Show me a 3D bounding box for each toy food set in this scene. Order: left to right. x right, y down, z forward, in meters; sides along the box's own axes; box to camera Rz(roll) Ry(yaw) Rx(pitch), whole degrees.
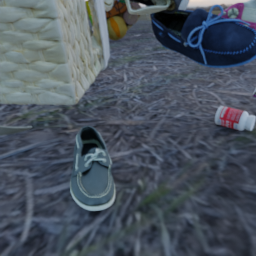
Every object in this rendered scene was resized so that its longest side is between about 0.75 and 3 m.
[{"bbox_3d":[-0.513,-4.166,9.937,2.863,1.976,0.575,-22,25,8],"label":"toy food set"}]

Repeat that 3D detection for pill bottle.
[{"bbox_3d":[3.101,-0.252,8.120,1.014,0.569,0.569,18,31,33],"label":"pill bottle"}]

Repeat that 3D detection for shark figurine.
[{"bbox_3d":[-1.503,-0.795,2.490,0.947,2.270,1.356,-29,22,-21],"label":"shark figurine"}]

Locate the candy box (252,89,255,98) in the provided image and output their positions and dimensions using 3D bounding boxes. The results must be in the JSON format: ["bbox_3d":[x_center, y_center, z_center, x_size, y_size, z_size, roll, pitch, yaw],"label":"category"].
[{"bbox_3d":[2.994,-0.971,5.355,0.756,1.109,0.338,26,-11,8],"label":"candy box"}]

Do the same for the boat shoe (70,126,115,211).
[{"bbox_3d":[-0.787,0.722,5.830,0.880,0.746,2.416,-4,26,-9],"label":"boat shoe"}]

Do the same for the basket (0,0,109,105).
[{"bbox_3d":[-1.954,-1.590,4.668,2.894,1.962,1.785,2,38,10],"label":"basket"}]

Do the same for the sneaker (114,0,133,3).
[{"bbox_3d":[-0.063,-3.611,7.448,0.417,0.444,1.083,7,15,43],"label":"sneaker"}]

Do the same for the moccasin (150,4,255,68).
[{"bbox_3d":[1.525,-2.133,6.419,2.952,1.007,1.188,25,78,43],"label":"moccasin"}]

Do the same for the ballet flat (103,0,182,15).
[{"bbox_3d":[-0.093,-2.645,5.343,2.483,0.907,0.907,5,24,-12],"label":"ballet flat"}]

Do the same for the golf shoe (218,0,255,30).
[{"bbox_3d":[3.404,-2.811,6.671,2.824,1.064,1.292,-20,-4,28],"label":"golf shoe"}]

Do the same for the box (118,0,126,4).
[{"bbox_3d":[-0.022,-3.755,6.887,0.269,1.114,0.653,5,-7,-25],"label":"box"}]

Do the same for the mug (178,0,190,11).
[{"bbox_3d":[1.386,-4.175,8.810,1.150,0.968,1.312,22,-4,-6],"label":"mug"}]
